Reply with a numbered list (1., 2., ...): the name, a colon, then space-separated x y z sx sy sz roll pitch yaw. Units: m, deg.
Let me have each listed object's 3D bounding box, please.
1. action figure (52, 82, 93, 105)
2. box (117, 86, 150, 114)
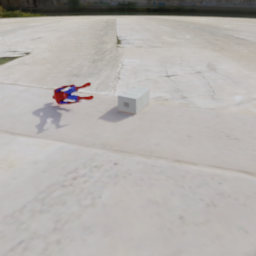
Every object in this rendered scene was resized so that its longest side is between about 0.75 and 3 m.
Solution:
1. action figure: -2.250 -1.283 10.867 2.359 0.772 0.610 -1 19 41
2. box: 0.241 -1.121 11.063 0.811 0.635 1.304 13 30 25
